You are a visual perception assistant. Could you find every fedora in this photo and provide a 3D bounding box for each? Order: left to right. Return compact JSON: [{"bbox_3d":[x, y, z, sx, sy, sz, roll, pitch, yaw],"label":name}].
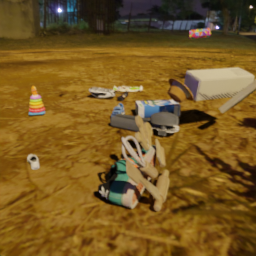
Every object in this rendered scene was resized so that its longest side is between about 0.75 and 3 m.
[{"bbox_3d":[1.287,-0.904,7.276,0.357,0.874,0.874,-45,32,-5],"label":"fedora"}]

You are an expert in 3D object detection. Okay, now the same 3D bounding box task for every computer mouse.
[{"bbox_3d":[-1.185,-1.953,16.475,2.292,0.503,1.257,9,27,8],"label":"computer mouse"}]

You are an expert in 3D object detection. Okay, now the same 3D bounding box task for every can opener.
[{"bbox_3d":[0.653,-0.342,11.448,2.998,1.002,0.800,11,24,28],"label":"can opener"}]

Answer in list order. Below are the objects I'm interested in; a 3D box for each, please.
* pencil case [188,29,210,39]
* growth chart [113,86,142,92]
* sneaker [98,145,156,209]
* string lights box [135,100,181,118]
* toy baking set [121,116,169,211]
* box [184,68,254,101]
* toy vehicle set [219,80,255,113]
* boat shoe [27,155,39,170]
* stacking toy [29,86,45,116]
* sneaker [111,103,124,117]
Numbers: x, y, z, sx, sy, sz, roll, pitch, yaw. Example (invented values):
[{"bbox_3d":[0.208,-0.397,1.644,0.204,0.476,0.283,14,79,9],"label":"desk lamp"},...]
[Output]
[{"bbox_3d":[2.923,-3.866,11.523,0.886,0.392,0.392,0,20,15],"label":"pencil case"},{"bbox_3d":[-0.026,-2.587,18.536,2.054,0.182,1.486,-1,20,-4],"label":"growth chart"},{"bbox_3d":[0.080,1.116,7.713,1.051,0.939,2.632,12,25,18],"label":"sneaker"},{"bbox_3d":[1.410,-0.919,13.523,2.020,0.595,1.038,-3,21,-7],"label":"string lights box"},{"bbox_3d":[0.453,0.903,6.935,0.325,2.141,2.790,-21,18,21],"label":"toy baking set"},{"bbox_3d":[3.541,-1.742,10.990,2.572,0.879,1.057,-7,33,-19],"label":"box"},{"bbox_3d":[4.234,-1.241,10.178,1.118,1.800,0.239,-26,76,-38],"label":"toy vehicle set"},{"bbox_3d":[-3.011,1.002,8.920,0.335,0.298,0.911,-12,24,-29],"label":"boat shoe"},{"bbox_3d":[-4.457,-1.321,13.490,0.756,1.377,0.799,-6,20,-14],"label":"stacking toy"},{"bbox_3d":[-0.507,-0.753,13.191,0.490,0.545,1.326,6,23,10],"label":"sneaker"}]
